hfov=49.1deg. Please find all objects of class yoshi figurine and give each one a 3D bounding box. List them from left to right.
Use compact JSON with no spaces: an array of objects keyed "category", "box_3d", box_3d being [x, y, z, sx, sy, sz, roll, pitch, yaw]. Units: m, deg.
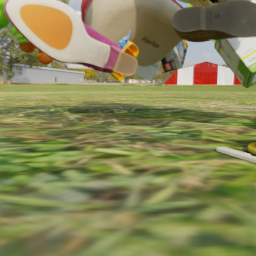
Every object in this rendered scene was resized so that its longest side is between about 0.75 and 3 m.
[{"category":"yoshi figurine","box_3d":[-2.630,-2.351,6.340,1.410,1.404,2.508,-14,-21,4]}]

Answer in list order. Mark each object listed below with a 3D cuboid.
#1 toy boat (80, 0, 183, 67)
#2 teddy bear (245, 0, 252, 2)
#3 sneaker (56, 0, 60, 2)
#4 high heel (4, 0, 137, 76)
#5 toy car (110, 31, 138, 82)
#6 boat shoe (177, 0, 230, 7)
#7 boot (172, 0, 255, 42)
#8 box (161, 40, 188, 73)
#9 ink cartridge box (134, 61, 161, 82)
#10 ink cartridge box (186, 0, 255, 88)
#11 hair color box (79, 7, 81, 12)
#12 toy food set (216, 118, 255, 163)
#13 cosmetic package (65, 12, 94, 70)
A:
[{"category":"toy boat","box_3d":[0.064,-2.574,6.244,1.725,1.728,2.644,-39,-22,29]},{"category":"teddy bear","box_3d":[1.949,-2.353,5.342,0.976,1.346,0.449,-34,-1,11]},{"category":"sneaker","box_3d":[-2.501,-4.591,9.814,0.790,0.303,0.440,10,55,50]},{"category":"high heel","box_3d":[-0.810,-1.279,3.967,2.002,0.674,0.960,9,17,-41]},{"category":"toy car","box_3d":[-1.023,-2.183,5.024,2.937,0.977,1.441,36,3,-42]},{"category":"boat shoe","box_3d":[1.329,-2.101,4.254,1.853,0.683,0.641,-13,27,-41]},{"category":"boot","box_3d":[0.968,-1.056,2.889,0.986,0.363,0.372,6,-5,15]},{"category":"box","box_3d":[1.260,-3.131,8.757,0.583,2.001,2.922,-14,22,22]},{"category":"ink cartridge box","box_3d":[0.065,-2.893,11.198,1.626,0.933,2.238,17,22,-32]},{"category":"ink cartridge box","box_3d":[2.982,-2.793,6.727,2.157,2.918,1.105,-32,-18,8]},{"category":"hair color box","box_3d":[-1.174,-4.308,10.277,1.007,2.035,0.617,21,14,6]},{"category":"toy food set","box_3d":[2.675,0.101,4.530,2.104,0.687,1.238,-3,9,-16]},{"category":"cosmetic package","box_3d":[-1.045,-2.744,8.829,1.899,1.567,1.565,-2,24,-20]}]
